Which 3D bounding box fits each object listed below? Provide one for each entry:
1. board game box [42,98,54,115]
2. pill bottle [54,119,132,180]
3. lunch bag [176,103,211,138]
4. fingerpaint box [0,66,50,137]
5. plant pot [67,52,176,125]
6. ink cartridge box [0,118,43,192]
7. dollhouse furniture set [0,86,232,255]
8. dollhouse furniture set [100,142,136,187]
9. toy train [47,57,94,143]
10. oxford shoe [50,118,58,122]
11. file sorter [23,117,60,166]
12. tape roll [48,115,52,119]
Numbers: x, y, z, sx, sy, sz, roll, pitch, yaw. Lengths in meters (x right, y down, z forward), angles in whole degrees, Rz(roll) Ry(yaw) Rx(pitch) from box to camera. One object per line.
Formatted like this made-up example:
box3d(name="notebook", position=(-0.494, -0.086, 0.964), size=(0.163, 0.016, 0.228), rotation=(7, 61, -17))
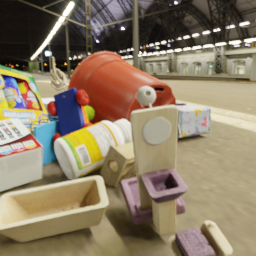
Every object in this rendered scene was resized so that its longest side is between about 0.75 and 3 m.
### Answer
box3d(name="board game box", position=(-3.256, -1.053, 14.260), size=(2.654, 0.576, 2.641), rotation=(13, 13, 28))
box3d(name="pill bottle", position=(-0.742, 0.432, 6.744), size=(1.811, 1.005, 1.005), rotation=(-23, 23, -28))
box3d(name="lunch bag", position=(1.812, -0.324, 10.521), size=(1.660, 1.244, 1.957), rotation=(-6, 7, -32))
box3d(name="fingerpaint box", position=(-3.667, -0.725, 8.705), size=(0.951, 2.163, 2.593), rotation=(-23, -5, 14))
box3d(name="plant pot", position=(-0.114, -0.882, 9.598), size=(2.933, 2.933, 2.852), rotation=(-10, 28, -38))
box3d(name="ink cartridge box", position=(-3.240, 0.548, 5.955), size=(2.158, 0.905, 1.895), rotation=(-15, 37, -39))
box3d(name="dollhouse furniture set", position=(-0.484, 0.723, 3.699), size=(2.885, 2.048, 2.286), rotation=(-10, 26, -10))
box3d(name="dollhouse furniture set", position=(0.471, 0.972, 6.385), size=(1.428, 0.898, 1.614), rotation=(37, 31, 28))
box3d(name="toy train", position=(-1.510, -0.626, 8.254), size=(1.146, 2.707, 1.566), rotation=(-18, -14, 14))
box3d(name="oxford shoe", position=(-2.499, -0.091, 10.575), size=(0.627, 0.639, 1.761), rotation=(15, 13, 40))
box3d(name="file sorter", position=(-2.393, 0.303, 7.989), size=(0.954, 1.079, 1.556), rotation=(6, 14, 24))
box3d(name="tape roll", position=(-4.413, -0.644, 13.998), size=(1.150, 0.276, 1.150), rotation=(0, 13, 0))
